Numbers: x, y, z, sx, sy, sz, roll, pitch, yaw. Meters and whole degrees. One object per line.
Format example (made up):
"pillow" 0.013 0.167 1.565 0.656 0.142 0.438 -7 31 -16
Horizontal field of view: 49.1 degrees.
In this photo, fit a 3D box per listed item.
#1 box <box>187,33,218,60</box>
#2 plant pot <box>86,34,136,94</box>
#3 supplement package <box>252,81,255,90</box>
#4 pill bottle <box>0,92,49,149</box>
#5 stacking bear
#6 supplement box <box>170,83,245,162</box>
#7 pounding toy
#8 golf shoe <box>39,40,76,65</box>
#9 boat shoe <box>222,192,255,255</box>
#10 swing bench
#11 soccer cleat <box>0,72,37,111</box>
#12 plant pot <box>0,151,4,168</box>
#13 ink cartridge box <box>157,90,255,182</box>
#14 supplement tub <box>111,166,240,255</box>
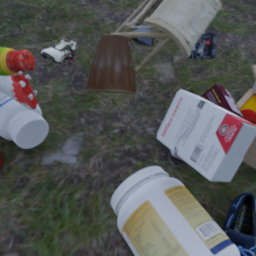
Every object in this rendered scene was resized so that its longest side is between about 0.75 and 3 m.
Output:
"box" 2.523 -2.801 9.592 0.916 0.834 0.477 12 26 37
"plant pot" -0.423 -1.786 7.932 1.436 1.536 1.436 4 6 0
"supplement package" 6.132 -1.688 10.398 1.569 2.133 2.040 -25 53 -21
"pill bottle" -4.039 -0.551 9.730 1.602 1.602 2.855 -34 57 -27
"stacking bear" -2.548 -1.443 6.073 1.162 0.706 0.661 4 41 21
"supplement box" 2.305 -0.129 8.914 0.723 2.376 1.293 25 38 -34
"pounding toy" 4.441 -0.337 9.356 2.408 1.860 2.616 34 56 26
"golf shoe" -1.733 -1.923 6.985 0.521 0.594 1.349 28 19 5
"boat shoe" 2.706 2.757 7.064 1.046 0.853 2.486 9 59 13
"swing bench" 1.219 -3.408 9.048 2.530 1.642 2.517 -4 45 53
"soccer cleat" -3.685 -1.484 7.780 1.178 2.767 0.949 -33 24 9
"plant pot" -4.544 0.970 8.846 1.000 1.001 0.882 36 46 28
"ink cartridge box" 1.642 0.121 6.135 0.766 1.319 1.828 12 19 -40
"supplement tub" 0.975 2.471 6.714 1.993 1.993 2.760 -24 52 -20
